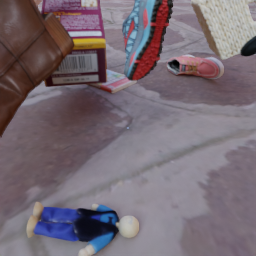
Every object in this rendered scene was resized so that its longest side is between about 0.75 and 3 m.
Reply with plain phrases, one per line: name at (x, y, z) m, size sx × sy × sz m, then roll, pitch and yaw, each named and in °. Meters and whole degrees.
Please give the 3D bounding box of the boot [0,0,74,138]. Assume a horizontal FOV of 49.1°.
boot at (-2.135, -0.869, 3.265) m, size 0.831 × 2.412 × 2.588 m, roll 9°, pitch 60°, yaw 53°

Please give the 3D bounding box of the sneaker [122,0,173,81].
sneaker at (0.283, -2.040, 6.194) m, size 0.790 × 1.993 × 0.952 m, roll -7°, pitch 35°, yaw -46°

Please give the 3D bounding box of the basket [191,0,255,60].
basket at (2.836, -3.081, 7.769) m, size 1.494 × 1.841 × 1.857 m, roll -26°, pitch 23°, yaw 15°

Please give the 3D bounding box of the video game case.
video game case at (-0.836, -1.876, 10.884) m, size 1.935 × 0.169 × 1.384 m, roll 24°, pitch 38°, yaw 34°

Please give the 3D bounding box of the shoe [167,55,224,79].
shoe at (2.595, -2.393, 11.180) m, size 1.060 × 0.832 × 2.330 m, roll -19°, pitch 30°, yaw -26°

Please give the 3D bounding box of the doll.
doll at (-0.715, 1.659, 4.725) m, size 1.803 × 0.437 × 1.230 m, roll 5°, pitch 23°, yaw -4°

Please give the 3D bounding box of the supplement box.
supplement box at (-1.509, -2.556, 7.758) m, size 1.616 × 1.254 × 2.929 m, roll -4°, pitch 48°, yaw -7°

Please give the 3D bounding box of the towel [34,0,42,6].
towel at (-1.991, -3.289, 6.573) m, size 1.058 × 0.171 × 1.011 m, roll -41°, pitch 20°, yaw 14°

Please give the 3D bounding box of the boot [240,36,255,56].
boot at (3.413, -1.812, 6.551) m, size 0.453 × 1.224 × 1.003 m, roll 21°, pitch 41°, yaw -58°
